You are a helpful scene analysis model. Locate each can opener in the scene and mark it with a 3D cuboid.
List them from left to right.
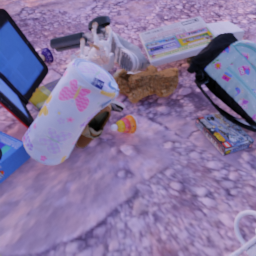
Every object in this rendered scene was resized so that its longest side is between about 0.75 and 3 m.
[{"bbox_3d":[-1.747,-3.459,10.569,2.559,0.673,0.850,-11,79,19],"label":"can opener"}]

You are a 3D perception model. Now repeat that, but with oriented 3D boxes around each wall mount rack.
[{"bbox_3d":[2.095,2.487,4.377,0.803,1.872,2.154,3,40,-40],"label":"wall mount rack"}]

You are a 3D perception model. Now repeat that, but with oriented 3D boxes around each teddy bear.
[{"bbox_3d":[0.479,-1.499,9.647,2.534,0.846,1.837,-7,34,4],"label":"teddy bear"}]

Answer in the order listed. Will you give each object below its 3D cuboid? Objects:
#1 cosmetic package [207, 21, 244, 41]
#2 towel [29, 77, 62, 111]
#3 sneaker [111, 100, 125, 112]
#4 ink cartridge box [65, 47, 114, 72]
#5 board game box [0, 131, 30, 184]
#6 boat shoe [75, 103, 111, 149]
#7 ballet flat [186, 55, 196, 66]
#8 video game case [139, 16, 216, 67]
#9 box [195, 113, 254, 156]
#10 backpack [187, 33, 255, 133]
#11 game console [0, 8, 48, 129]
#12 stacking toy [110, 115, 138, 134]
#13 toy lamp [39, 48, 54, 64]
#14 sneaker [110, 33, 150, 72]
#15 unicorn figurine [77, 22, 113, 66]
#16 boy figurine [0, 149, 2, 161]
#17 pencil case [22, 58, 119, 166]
[{"bbox_3d":[3.526,-3.875,12.157,2.502,0.891,1.269,-12,42,-13],"label":"cosmetic package"},{"bbox_3d":[-2.193,-0.937,9.277,1.646,0.261,2.291,-30,49,-31],"label":"towel"},{"bbox_3d":[-0.928,-0.532,8.005,1.889,0.826,0.697,4,12,-43],"label":"sneaker"},{"bbox_3d":[-1.542,-2.647,10.974,1.749,0.593,1.015,19,44,22],"label":"ink cartridge box"},{"bbox_3d":[-4.062,0.993,6.793,1.978,0.585,2.600,21,44,22],"label":"board game box"},{"bbox_3d":[-0.947,-0.048,7.173,0.658,1.739,0.642,9,41,-30],"label":"boat shoe"},{"bbox_3d":[3.333,-2.956,11.306,2.285,0.770,0.530,-21,37,-15],"label":"ballet flat"},{"bbox_3d":[1.939,-3.437,10.994,2.668,0.294,2.428,-15,44,2],"label":"video game case"},{"bbox_3d":[2.724,0.124,8.036,0.975,0.284,1.425,-13,43,-17],"label":"box"},{"bbox_3d":[3.230,-1.234,7.715,2.878,1.822,2.402,46,29,6],"label":"backpack"},{"bbox_3d":[-3.049,-1.517,7.814,1.535,2.586,2.228,-37,54,-5],"label":"game console"},{"bbox_3d":[-0.170,-0.038,7.901,0.790,0.577,0.577,-14,41,-36],"label":"stacking toy"},{"bbox_3d":[-4.032,-2.335,10.546,0.730,0.730,2.507,30,49,30],"label":"toy lamp"},{"bbox_3d":[-0.064,-3.003,11.340,1.074,0.979,2.619,-6,45,-30],"label":"sneaker"},{"bbox_3d":[-1.044,-2.472,9.079,0.990,2.681,1.842,3,63,-16],"label":"unicorn figurine"},{"bbox_3d":[-3.733,0.666,5.561,2.313,1.438,0.745,-8,36,14],"label":"boy figurine"},{"bbox_3d":[-1.369,-0.302,6.489,1.206,2.659,1.105,26,30,-30],"label":"pencil case"}]
